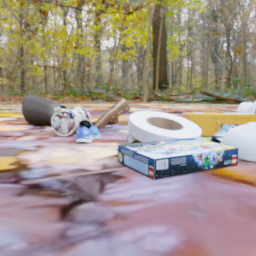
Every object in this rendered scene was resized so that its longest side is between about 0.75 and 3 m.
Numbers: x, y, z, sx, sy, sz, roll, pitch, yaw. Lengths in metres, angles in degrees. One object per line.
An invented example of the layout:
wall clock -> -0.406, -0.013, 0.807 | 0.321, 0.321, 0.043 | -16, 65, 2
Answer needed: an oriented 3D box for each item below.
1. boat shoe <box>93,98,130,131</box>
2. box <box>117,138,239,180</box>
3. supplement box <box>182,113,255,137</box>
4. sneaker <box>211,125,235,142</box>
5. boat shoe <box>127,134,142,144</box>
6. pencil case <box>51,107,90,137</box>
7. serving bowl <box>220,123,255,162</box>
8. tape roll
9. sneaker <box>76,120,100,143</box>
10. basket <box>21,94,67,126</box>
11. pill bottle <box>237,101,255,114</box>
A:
boat shoe -> -0.725, -0.460, 12.490 | 2.090, 0.706, 0.752 | -44, 8, -20
box -> 1.171, 0.657, 6.748 | 2.407, 0.454, 1.644 | -4, 8, -28
supplement box -> 3.646, -0.131, 11.301 | 2.904, 0.966, 0.999 | 2, 5, 16
sneaker -> 3.468, 0.182, 10.183 | 1.372, 0.592, 0.532 | -6, 9, -41
boat shoe -> 0.695, 0.421, 9.104 | 1.421, 0.504, 0.496 | 2, 33, -11
pencil case -> -2.438, -0.367, 12.260 | 1.030, 1.184, 2.647 | -8, 6, 7
serving bowl -> 3.969, 0.321, 7.893 | 2.648, 0.871, 2.648 | 1, 6, 0
tape roll -> 1.162, 0.034, 9.085 | 2.386, 0.436, 2.386 | 9, 20, -3
sneaker -> -1.447, 0.079, 10.341 | 0.677, 0.769, 1.724 | 1, 6, 6
basket -> -4.423, -0.816, 15.124 | 2.031, 1.832, 1.381 | 12, 45, 21
pill bottle -> 6.007, -0.462, 11.714 | 1.532, 1.532, 2.560 | -6, 8, -39
